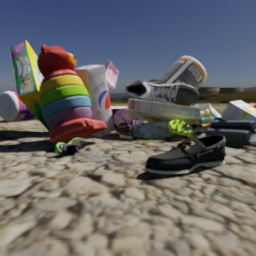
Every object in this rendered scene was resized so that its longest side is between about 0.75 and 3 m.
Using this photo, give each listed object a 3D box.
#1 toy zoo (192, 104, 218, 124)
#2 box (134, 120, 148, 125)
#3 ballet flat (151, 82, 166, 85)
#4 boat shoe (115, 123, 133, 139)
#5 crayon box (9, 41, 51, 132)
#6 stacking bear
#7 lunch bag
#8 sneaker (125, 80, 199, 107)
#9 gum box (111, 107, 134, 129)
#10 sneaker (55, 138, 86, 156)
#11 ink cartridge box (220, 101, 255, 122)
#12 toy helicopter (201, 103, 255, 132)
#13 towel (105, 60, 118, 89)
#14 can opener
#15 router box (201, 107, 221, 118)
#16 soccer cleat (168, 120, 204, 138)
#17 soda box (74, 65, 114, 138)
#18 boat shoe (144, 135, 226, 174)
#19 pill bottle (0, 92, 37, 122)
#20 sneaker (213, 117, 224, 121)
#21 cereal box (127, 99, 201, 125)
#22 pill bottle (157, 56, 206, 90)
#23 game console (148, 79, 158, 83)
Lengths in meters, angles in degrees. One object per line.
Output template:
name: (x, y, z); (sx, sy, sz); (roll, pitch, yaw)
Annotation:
toy zoo: (2.708, -0.463, 10.725); (1.220, 0.190, 1.860); (-7, -27, 32)
box: (-0.138, -0.574, 13.701); (2.007, 0.413, 1.565); (14, 10, 16)
ballet flat: (1.245, -1.556, 11.059); (0.380, 0.552, 1.639); (22, 2, -43)
boat shoe: (-0.096, 0.049, 9.382); (0.534, 0.451, 1.497); (7, 6, -10)
crayon box: (-3.321, -1.486, 10.257); (0.744, 2.554, 2.203); (-24, -32, 0)
stacking bear: (-1.826, -1.038, 7.949); (1.505, 2.646, 1.607); (-19, -7, 14)
lunch bag: (0.814, 0.049, 9.438); (1.259, 0.485, 1.010); (-4, 7, -28)
sneaker: (1.057, -1.170, 9.753); (2.588, 0.971, 1.495); (8, 4, 25)
gum box: (-1.087, -0.463, 12.066); (2.671, 0.883, 1.516); (0, 7, 3)
sneaker: (-1.292, 0.491, 6.592); (0.387, 0.354, 0.924); (20, 22, 29)
ink cartridge box: (3.745, -0.214, 8.530); (1.484, 0.619, 1.077); (37, 29, 30)
toy helicopter: (3.861, -0.129, 10.380); (2.506, 0.989, 1.657); (-10, 14, 11)
towel: (-0.711, -2.266, 12.026); (0.176, 0.859, 1.175); (9, -12, 22)
can opener: (3.289, 0.234, 7.636); (0.686, 0.866, 2.605); (-51, 30, -20)
router box: (3.128, -0.604, 12.578); (1.659, 0.451, 1.848); (6, 19, -2)
soccer cleat: (1.772, 0.097, 8.917); (1.522, 0.492, 0.637); (5, -26, -38)
soda box: (-1.095, -0.879, 9.232); (0.775, 2.269, 0.720); (11, 27, 44)
boat shoe: (1.110, 0.481, 5.301); (1.958, 0.613, 0.716); (-6, 11, -34)
pill bottle: (-5.689, -1.228, 15.710); (1.577, 1.577, 2.804); (4, 8, 31)
sneaker: (3.198, -0.065, 9.567); (0.608, 0.675, 1.734); (2, 7, 19)
cereal box: (1.152, -0.477, 9.810); (2.392, 0.473, 1.721); (7, -8, 1)
pill bottle: (2.058, -1.754, 12.339); (2.696, 1.569, 1.569); (-46, 22, -13)
game console: (2.596, -1.221, 13.278); (2.823, 1.670, 2.409); (-5, 22, -32)
